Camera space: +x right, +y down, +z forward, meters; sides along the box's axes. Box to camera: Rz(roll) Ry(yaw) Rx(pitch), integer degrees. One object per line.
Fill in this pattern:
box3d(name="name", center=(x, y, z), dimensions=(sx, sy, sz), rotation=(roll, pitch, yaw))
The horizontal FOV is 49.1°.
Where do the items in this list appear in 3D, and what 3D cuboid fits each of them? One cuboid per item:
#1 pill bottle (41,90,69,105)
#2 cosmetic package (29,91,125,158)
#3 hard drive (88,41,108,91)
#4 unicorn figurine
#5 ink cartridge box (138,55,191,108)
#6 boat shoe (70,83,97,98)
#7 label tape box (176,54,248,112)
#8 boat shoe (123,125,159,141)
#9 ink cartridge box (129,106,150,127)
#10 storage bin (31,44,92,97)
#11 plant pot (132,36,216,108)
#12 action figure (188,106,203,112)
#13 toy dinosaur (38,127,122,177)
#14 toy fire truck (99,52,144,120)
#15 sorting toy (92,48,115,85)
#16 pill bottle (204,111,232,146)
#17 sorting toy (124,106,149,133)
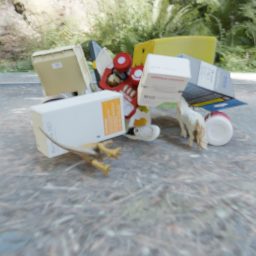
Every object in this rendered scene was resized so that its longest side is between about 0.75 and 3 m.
box3d(name="pill bottle", center=(-2.417, -0.494, 9.590), dimensions=(1.039, 1.865, 1.039), rotation=(-13, -20, -5))
box3d(name="cosmetic package", center=(-1.365, -0.200, 8.108), dimensions=(2.546, 1.291, 0.907), rotation=(-18, 24, -34))
box3d(name="hard drive", center=(-1.007, -2.382, 11.531), dimensions=(0.334, 2.030, 1.417), rotation=(-22, -22, 20))
box3d(name="unicorn figurine", center=(1.934, -0.334, 9.563), dimensions=(0.902, 1.678, 2.444), rotation=(-32, 34, -20))
box3d(name="ink cartridge box", center=(0.980, -1.291, 8.104), dimensions=(1.171, 0.676, 1.609), rotation=(5, -28, -6))
box3d(name="boat shoe", center=(-1.982, -1.826, 10.762), dimensions=(0.896, 2.620, 0.979), rotation=(-20, -14, -34))
box3d(name="label tape box", center=(2.528, -1.507, 10.168), dimensions=(2.936, 0.929, 2.117), rotation=(14, -9, -21))
box3d(name="boat shoe", center=(0.408, 0.131, 9.823), dimensions=(0.517, 0.543, 1.509), rotation=(14, -6, -41))
box3d(name="ink cartridge box", center=(-0.627, -0.796, 12.517), dimensions=(2.903, 1.219, 2.102), rotation=(-3, 15, -10))
box3d(name="storage bin", center=(-2.045, -1.796, 8.707), dimensions=(1.420, 1.410, 0.666), rotation=(-8, 35, 11))
box3d(name="plant pot", center=(1.714, -2.554, 12.392), dimensions=(2.600, 2.947, 2.948), rotation=(4, 7, -23))
box3d(name="action figure", center=(2.956, -2.002, 13.944), dimensions=(1.616, 2.718, 1.387), rotation=(-22, 30, 13))
box3d(name="toy dinosaur", center=(-1.039, 0.644, 7.315), dimensions=(1.401, 0.797, 2.638), rotation=(21, 3, 25))
box3d(name="toy fire truck", center=(-0.161, -1.418, 9.411), dimensions=(1.979, 1.662, 1.110), rotation=(41, -6, 25))
box3d(name="sorting toy", center=(-0.778, -2.274, 10.617), dimensions=(0.737, 1.379, 1.242), rotation=(-29, 17, 9))
box3d(name="pill bottle", center=(3.245, -0.068, 10.255), dimensions=(1.011, 1.011, 1.800), rotation=(4, 16, 16))
box3d(name="sorting toy", center=(-0.251, -0.576, 10.263), dimensions=(2.369, 1.765, 0.317), rotation=(-5, -30, 40))
